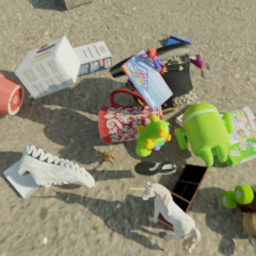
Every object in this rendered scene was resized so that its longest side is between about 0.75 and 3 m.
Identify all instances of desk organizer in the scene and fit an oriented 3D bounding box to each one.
[{"bbox_3d":[1.877,2.243,9.589,0.848,0.911,2.365,26,59,17],"label":"desk organizer"}]

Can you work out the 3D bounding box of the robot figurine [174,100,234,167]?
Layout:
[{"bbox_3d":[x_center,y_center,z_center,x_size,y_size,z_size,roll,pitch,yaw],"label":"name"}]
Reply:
[{"bbox_3d":[2.808,0.127,10.199,2.105,1.388,2.400,-20,63,9],"label":"robot figurine"}]

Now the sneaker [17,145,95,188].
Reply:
[{"bbox_3d":[-2.592,1.635,10.022,2.942,1.105,1.192,19,70,13],"label":"sneaker"}]

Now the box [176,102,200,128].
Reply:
[{"bbox_3d":[2.898,-0.363,11.804,1.408,0.290,1.098,-35,63,-23],"label":"box"}]

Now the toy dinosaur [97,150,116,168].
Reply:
[{"bbox_3d":[-0.718,1.184,10.637,0.617,0.351,1.161,-34,42,-27],"label":"toy dinosaur"}]

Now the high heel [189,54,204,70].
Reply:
[{"bbox_3d":[2.387,-2.346,10.274,0.374,1.109,0.532,-6,95,-25],"label":"high heel"}]

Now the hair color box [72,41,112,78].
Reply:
[{"bbox_3d":[-2.202,-3.235,13.519,2.617,0.792,1.309,-18,57,-12],"label":"hair color box"}]

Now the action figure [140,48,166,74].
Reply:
[{"bbox_3d":[0.757,-2.226,9.130,0.573,1.158,0.378,13,71,32],"label":"action figure"}]

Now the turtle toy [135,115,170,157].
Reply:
[{"bbox_3d":[0.794,0.348,9.342,1.508,0.762,1.099,-42,36,14],"label":"turtle toy"}]

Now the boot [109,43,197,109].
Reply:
[{"bbox_3d":[0.985,-1.693,10.441,2.995,2.262,1.081,-14,27,13],"label":"boot"}]

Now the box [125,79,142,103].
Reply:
[{"bbox_3d":[0.957,-2.071,11.361,1.845,0.979,1.128,-42,87,-20],"label":"box"}]

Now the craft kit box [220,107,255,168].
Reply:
[{"bbox_3d":[4.371,0.300,11.089,2.041,0.501,2.066,-18,62,-13],"label":"craft kit box"}]

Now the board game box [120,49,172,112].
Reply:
[{"bbox_3d":[0.644,-1.560,9.332,0.957,1.858,0.181,-43,20,-16],"label":"board game box"}]

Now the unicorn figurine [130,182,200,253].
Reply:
[{"bbox_3d":[1.154,2.561,8.468,2.509,1.723,0.926,31,50,10],"label":"unicorn figurine"}]

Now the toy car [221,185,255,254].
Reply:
[{"bbox_3d":[4.218,2.900,8.848,1.725,1.657,2.100,-1,66,-13],"label":"toy car"}]

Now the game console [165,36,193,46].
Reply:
[{"bbox_3d":[2.658,-4.347,14.729,1.159,0.686,0.989,28,28,18],"label":"game console"}]

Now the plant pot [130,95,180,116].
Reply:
[{"bbox_3d":[1.261,-1.305,11.945,2.345,1.082,2.345,-2,55,3],"label":"plant pot"}]

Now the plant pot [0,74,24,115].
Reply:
[{"bbox_3d":[-5.250,-1.366,11.285,1.617,1.828,1.828,19,56,0],"label":"plant pot"}]

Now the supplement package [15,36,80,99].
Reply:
[{"bbox_3d":[-3.180,-2.457,11.379,1.863,1.370,1.782,-17,39,15],"label":"supplement package"}]

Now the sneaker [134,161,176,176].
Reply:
[{"bbox_3d":[0.925,1.456,9.504,1.391,0.800,0.525,-3,68,7],"label":"sneaker"}]

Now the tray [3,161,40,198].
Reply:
[{"bbox_3d":[-3.884,1.886,10.307,1.427,0.158,0.766,39,64,24],"label":"tray"}]

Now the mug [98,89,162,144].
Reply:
[{"bbox_3d":[0.107,-0.390,10.374,2.182,1.937,1.456,-4,25,13],"label":"mug"}]

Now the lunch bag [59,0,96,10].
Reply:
[{"bbox_3d":[-3.357,-8.546,16.850,2.084,1.494,2.541,-26,56,-17],"label":"lunch bag"}]
